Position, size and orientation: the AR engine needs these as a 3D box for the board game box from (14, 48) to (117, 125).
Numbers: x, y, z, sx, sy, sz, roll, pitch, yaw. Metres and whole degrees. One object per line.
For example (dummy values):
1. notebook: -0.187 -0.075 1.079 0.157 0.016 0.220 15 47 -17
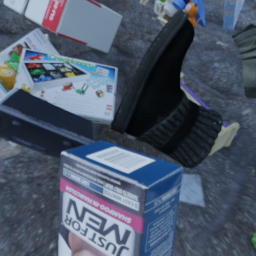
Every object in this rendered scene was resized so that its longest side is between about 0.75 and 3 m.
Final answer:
1. board game box: -1.286 -0.861 5.963 2.039 0.353 1.287 10 70 -14

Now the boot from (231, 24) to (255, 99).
1. boot: 3.940 -1.783 6.527 2.976 1.944 1.008 -2 20 45

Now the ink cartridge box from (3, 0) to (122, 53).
1. ink cartridge box: -1.690 -3.006 7.155 2.477 1.037 1.787 35 19 31

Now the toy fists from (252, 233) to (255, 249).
1. toy fists: 3.751 2.685 6.802 1.499 0.515 0.764 -16 55 -10

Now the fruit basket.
1. fruit basket: -2.570 -1.061 6.994 2.330 1.092 2.158 -37 90 -3

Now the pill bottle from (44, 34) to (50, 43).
1. pill bottle: -3.634 -3.440 11.192 0.918 0.511 0.511 -8 55 -6

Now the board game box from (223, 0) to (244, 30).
1. board game box: 2.570 -3.243 6.480 0.273 1.128 1.491 19 76 22

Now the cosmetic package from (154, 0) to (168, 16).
1. cosmetic package: 1.759 -5.571 12.697 1.105 0.571 0.482 -32 62 -19

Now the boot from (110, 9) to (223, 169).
1. boot: 1.173 -0.671 6.023 2.266 3.031 1.141 25 32 -6

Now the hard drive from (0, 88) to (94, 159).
1. hard drive: -1.731 0.037 5.363 1.760 2.609 0.552 25 70 -22

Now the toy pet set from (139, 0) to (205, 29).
1. toy pet set: 1.548 -3.882 8.409 1.414 2.487 2.664 -49 54 8

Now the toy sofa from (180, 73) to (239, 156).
1. toy sofa: 2.247 -0.543 8.768 1.271 1.079 2.605 -29 59 -18

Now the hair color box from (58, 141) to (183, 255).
1. hair color box: -0.214 1.786 3.962 1.449 2.898 0.877 15 18 36
